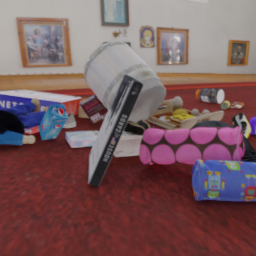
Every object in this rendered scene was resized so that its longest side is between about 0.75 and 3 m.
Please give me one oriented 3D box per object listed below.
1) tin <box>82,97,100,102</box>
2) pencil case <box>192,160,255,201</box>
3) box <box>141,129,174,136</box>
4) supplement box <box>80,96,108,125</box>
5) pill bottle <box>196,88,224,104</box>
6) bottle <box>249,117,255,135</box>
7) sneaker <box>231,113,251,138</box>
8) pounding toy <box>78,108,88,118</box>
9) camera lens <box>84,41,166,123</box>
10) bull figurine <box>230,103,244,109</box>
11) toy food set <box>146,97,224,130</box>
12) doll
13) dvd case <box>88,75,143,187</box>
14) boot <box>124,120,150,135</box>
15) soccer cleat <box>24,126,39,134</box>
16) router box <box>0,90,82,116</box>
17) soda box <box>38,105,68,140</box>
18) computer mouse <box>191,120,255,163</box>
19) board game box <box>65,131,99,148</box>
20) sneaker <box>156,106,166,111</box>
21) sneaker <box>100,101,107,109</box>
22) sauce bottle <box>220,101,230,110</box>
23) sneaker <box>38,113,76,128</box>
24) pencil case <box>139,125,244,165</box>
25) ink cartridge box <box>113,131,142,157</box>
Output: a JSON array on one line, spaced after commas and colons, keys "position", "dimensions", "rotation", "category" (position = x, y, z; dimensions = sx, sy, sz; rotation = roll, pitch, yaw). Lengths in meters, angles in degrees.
[{"position": [-2.230, -1.338, 14.748], "dimensions": [2.145, 0.449, 1.201], "rotation": [-7, 12, -27], "category": "tin"}, {"position": [2.066, 0.925, 5.084], "dimensions": [1.835, 0.716, 0.797], "rotation": [0, 32, -1], "category": "pencil case"}, {"position": [0.922, 0.313, 8.463], "dimensions": [1.415, 0.267, 0.966], "rotation": [-5, 15, -18], "category": "box"}, {"position": [-1.350, -0.733, 11.123], "dimensions": [0.735, 0.411, 1.350], "rotation": [-31, 38, -8], "category": "supplement box"}, {"position": [4.609, -1.852, 15.961], "dimensions": [0.790, 0.790, 1.488], "rotation": [-13, 19, -41], "category": "pill bottle"}, {"position": [4.835, 0.031, 8.951], "dimensions": [1.743, 0.569, 0.728], "rotation": [9, 13, 31], "category": "bottle"}, {"position": [3.602, 0.102, 8.767], "dimensions": [0.551, 0.637, 1.410], "rotation": [-27, 20, 36], "category": "sneaker"}, {"position": [-1.770, -0.775, 12.190], "dimensions": [0.714, 0.552, 0.776], "rotation": [5, 15, 17], "category": "pounding toy"}, {"position": [-0.192, -1.694, 10.468], "dimensions": [2.176, 2.176, 2.720], "rotation": [-14, 55, -43], "category": "camera lens"}, {"position": [5.503, -1.119, 14.105], "dimensions": [0.523, 0.280, 0.861], "rotation": [13, 19, 43], "category": "bull figurine"}, {"position": [1.973, -0.634, 10.712], "dimensions": [1.898, 0.799, 2.645], "rotation": [-14, 20, -27], "category": "toy food set"}, {"position": [-3.521, -0.094, 8.327], "dimensions": [2.010, 0.714, 2.946], "rotation": [34, 30, 14], "category": "doll"}, {"position": [-0.342, -0.049, 6.104], "dimensions": [0.275, 2.220, 1.669], "rotation": [21, 11, -11], "category": "dvd case"}, {"position": [0.172, -0.068, 7.819], "dimensions": [0.856, 0.313, 0.645], "rotation": [17, 19, 23], "category": "boot"}, {"position": [-3.419, -0.087, 9.819], "dimensions": [0.485, 0.423, 1.269], "rotation": [-11, 19, -19], "category": "soccer cleat"}, {"position": [-3.746, -1.027, 11.774], "dimensions": [2.940, 0.718, 2.639], "rotation": [8, 11, 7], "category": "router box"}, {"position": [-2.239, -0.142, 8.304], "dimensions": [0.454, 0.480, 1.414], "rotation": [-9, -21, -35], "category": "soda box"}, {"position": [2.571, 0.305, 7.459], "dimensions": [2.007, 0.764, 2.899], "rotation": [-4, 15, -12], "category": "computer mouse"}, {"position": [-1.288, 0.326, 8.419], "dimensions": [1.034, 0.224, 1.029], "rotation": [-2, 13, -21], "category": "board game box"}, {"position": [1.350, -0.656, 12.088], "dimensions": [1.192, 0.422, 0.591], "rotation": [-5, 17, 0], "category": "sneaker"}, {"position": [-0.498, -1.553, 13.180], "dimensions": [2.108, 1.213, 0.795], "rotation": [-2, 3, 32], "category": "sneaker"}, {"position": [4.953, -1.165, 14.150], "dimensions": [0.379, 0.379, 1.171], "rotation": [7, 14, 27], "category": "sauce bottle"}, {"position": [-2.587, -0.261, 10.094], "dimensions": [1.405, 0.576, 0.525], "rotation": [-10, 17, -35], "category": "sneaker"}, {"position": [1.393, 0.417, 6.181], "dimensions": [2.224, 1.009, 1.042], "rotation": [1, -20, 32], "category": "pencil case"}, {"position": [-0.089, 0.370, 7.767], "dimensions": [0.834, 0.480, 1.143], "rotation": [-5, 16, -15], "category": "ink cartridge box"}]
